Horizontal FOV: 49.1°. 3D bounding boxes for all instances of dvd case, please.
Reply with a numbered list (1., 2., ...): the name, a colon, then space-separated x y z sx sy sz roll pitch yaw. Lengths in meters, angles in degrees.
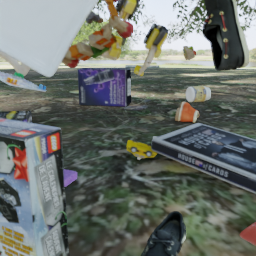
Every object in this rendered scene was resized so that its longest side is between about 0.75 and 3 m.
1. dvd case: 2.092 0.527 5.887 2.605 0.322 1.958 21 26 39

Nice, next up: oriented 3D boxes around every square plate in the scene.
1. square plate: -1.961 -2.574 5.855 2.501 2.525 0.359 28 -9 8

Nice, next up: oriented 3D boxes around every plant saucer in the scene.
1. plant saucer: 2.216 1.343 3.490 1.137 0.209 1.135 -11 18 -34

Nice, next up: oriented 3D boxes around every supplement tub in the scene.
1. supplement tub: 3.404 -1.638 13.564 1.016 0.734 0.734 -5 16 -17

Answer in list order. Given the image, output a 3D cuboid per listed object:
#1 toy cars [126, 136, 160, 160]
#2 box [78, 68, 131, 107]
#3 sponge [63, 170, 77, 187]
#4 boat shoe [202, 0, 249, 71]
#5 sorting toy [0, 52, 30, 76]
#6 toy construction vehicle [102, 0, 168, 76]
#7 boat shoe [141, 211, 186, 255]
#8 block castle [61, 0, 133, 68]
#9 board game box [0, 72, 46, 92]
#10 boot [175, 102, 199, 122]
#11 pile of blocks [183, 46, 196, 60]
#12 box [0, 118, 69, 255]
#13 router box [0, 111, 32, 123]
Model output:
1. toy cars: 0.587 0.490 6.468 1.439 0.319 0.645 -7 34 -36
2. box: -1.051 -1.893 12.777 2.241 1.658 1.169 2 16 11
3. sponge: -1.401 0.985 4.923 0.570 0.153 1.023 5 16 22
4. boat shoe: 2.835 -3.191 8.695 0.933 2.979 1.090 -10 -12 -4
5. sorting toy: -3.621 -2.917 8.331 1.521 2.563 2.847 -22 -35 33
6. toy construction vehicle: 0.227 -3.145 9.890 2.149 2.468 0.869 17 41 -23
7. boat shoe: 0.424 1.322 3.258 0.404 0.359 1.081 10 18 32
8. block castle: -1.262 -3.204 8.937 2.651 1.772 1.244 -23 -7 23
9. board game box: -2.396 -1.054 5.967 0.970 0.125 0.969 27 12 25
10. boot: 2.179 -0.542 10.038 0.772 0.540 1.440 9 24 15
11. pile of blocks: 2.020 -2.484 9.109 0.357 0.472 1.149 -19 10 9
12. box: -1.761 0.677 3.197 2.396 1.640 0.478 9 18 27
13. router box: -3.753 -0.235 9.033 1.115 0.370 1.418 -3 15 -12
